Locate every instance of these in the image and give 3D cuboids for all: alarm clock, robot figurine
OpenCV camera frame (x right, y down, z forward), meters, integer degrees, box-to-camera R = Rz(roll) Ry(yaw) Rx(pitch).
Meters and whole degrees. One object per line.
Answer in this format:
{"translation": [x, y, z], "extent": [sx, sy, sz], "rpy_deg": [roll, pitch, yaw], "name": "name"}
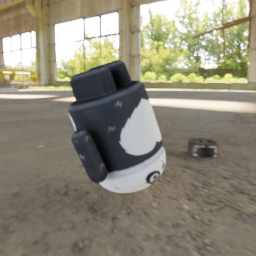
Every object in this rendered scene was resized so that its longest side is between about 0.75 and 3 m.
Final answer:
{"translation": [2.395, 0.587, 9.075], "extent": [0.984, 0.486, 1.459], "rpy_deg": [3, 10, 3], "name": "alarm clock"}
{"translation": [-0.197, 0.038, 5.897], "extent": [2.049, 2.727, 1.702], "rpy_deg": [-23, 15, -14], "name": "robot figurine"}
